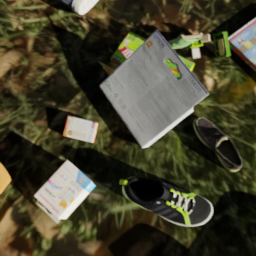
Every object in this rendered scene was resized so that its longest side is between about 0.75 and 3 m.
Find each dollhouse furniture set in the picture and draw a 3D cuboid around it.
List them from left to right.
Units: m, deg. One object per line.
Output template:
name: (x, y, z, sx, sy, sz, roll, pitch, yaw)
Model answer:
dollhouse furniture set: (1.974, -2.233, 7.899, 1.839, 0.919, 0.710, -14, 100, -24)

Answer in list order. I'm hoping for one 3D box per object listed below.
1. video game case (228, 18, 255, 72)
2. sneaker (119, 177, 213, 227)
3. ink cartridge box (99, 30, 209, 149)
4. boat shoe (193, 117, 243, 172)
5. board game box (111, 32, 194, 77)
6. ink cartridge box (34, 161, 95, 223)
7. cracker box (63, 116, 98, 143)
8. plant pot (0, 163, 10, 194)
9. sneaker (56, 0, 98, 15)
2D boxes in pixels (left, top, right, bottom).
video game case: (4.699, -2.155, 8.353, 2.119, 0.259, 2.964, -37, 75, -11)
sneaker: (0.895, 1.752, 6.669, 2.352, 0.974, 0.843, 15, 72, 5)
ink cartridge box: (0.613, -0.960, 7.291, 2.197, 0.476, 2.157, -40, 74, 21)
boat shoe: (2.403, 0.351, 7.355, 0.635, 0.562, 1.735, -36, 75, -11)
board game box: (0.686, -1.812, 8.107, 2.122, 0.505, 1.078, 29, 74, 9)
ink cartridge box: (-1.562, 1.589, 6.814, 0.823, 0.802, 1.281, 38, 75, 12)
cracker box: (-1.283, 0.048, 7.577, 0.825, 0.238, 0.553, 14, 85, 5)
plant pot: (-3.860, 1.145, 6.325, 2.365, 2.365, 1.656, 41, 60, 12)
sneaker: (-1.463, -5.118, 8.837, 2.037, 1.121, 2.782, 39, 82, 5)
